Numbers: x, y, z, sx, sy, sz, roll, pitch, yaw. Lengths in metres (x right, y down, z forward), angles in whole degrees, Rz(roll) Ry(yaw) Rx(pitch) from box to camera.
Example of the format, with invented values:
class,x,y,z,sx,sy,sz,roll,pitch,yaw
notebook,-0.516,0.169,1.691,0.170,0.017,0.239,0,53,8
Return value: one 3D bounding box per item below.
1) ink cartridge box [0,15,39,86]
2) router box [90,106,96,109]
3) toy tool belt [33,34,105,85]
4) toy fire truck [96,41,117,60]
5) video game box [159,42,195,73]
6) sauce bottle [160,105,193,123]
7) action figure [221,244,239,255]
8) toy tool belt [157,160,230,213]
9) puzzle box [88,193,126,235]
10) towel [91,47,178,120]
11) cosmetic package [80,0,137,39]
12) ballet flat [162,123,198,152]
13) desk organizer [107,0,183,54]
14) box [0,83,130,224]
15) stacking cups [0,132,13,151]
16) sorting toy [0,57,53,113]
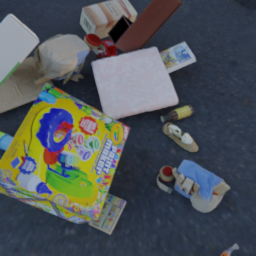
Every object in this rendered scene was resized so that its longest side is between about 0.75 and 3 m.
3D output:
class,x,y,z,sx,sy,sz,roll,pitch,yaw
ink cartridge box,-4.551,-2.989,10.425,2.169,1.249,2.972,-48,29,2
router box,-1.318,-0.503,10.650,0.870,0.222,0.649,45,24,27
toy tool belt,-2.512,-2.815,11.610,1.868,1.839,2.992,46,44,6
toy fire truck,-0.191,-2.890,12.387,2.030,0.702,2.878,-14,56,-10
video game box,2.077,-3.040,12.068,1.299,0.304,1.183,-23,48,6
sauce bottle,1.871,-0.521,10.767,1.280,0.414,0.414,-17,54,-16
action figure,2.251,4.088,7.090,1.836,0.993,1.898,-19,80,-6
toy tool belt,1.959,1.558,8.583,2.110,1.297,1.318,27,57,20
puzzle box,-0.620,2.584,8.522,0.733,0.140,1.102,20,55,14
towel,0.183,-1.767,11.063,2.888,0.466,2.759,-14,66,-6
cosmetic package,-0.920,-5.161,13.229,2.372,1.035,1.226,-29,77,-27
ballet flat,1.877,0.312,10.065,1.508,0.492,0.532,34,55,22
desk organizer,0.609,-4.405,11.342,2.983,1.148,1.070,-44,49,23
box,-1.868,0.817,8.010,2.765,1.751,2.871,28,59,-16
stacking cups,-4.187,0.570,9.766,2.215,0.670,0.670,20,55,15
sorting toy,-4.765,-1.781,11.754,2.850,0.520,2.638,-22,55,-22
